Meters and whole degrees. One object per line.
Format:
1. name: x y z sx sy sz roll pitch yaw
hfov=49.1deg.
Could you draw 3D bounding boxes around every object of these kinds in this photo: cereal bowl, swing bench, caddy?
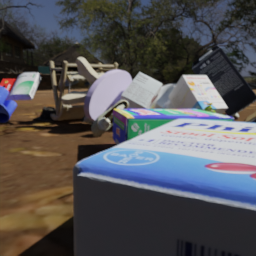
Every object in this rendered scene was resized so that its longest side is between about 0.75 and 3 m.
1. cereal bowl: 2.324 -1.018 12.751 2.381 0.992 2.381 -2 40 2
2. swing bench: -2.015 -1.642 12.777 2.660 2.674 1.735 -7 15 -35
3. caddy: -5.232 -0.834 10.558 1.929 1.363 1.012 3 47 19

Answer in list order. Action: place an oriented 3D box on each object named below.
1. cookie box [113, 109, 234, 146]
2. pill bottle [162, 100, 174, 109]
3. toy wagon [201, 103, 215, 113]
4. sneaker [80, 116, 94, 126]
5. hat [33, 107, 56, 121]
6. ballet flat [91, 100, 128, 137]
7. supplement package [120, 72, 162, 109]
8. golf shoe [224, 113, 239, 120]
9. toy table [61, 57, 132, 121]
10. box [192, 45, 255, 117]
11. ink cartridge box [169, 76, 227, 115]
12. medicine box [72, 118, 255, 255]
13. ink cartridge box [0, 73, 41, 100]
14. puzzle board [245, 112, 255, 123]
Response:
1. cookie box: 0.992 0.041 7.356 2.583 0.970 2.209 -1 9 -11
2. pill bottle: 1.893 -0.941 12.273 0.595 0.595 1.094 -1 2 -4
3. toy wagon: 2.570 -0.417 9.539 0.841 1.084 0.214 -7 56 -23
4. sneaker: -1.513 -0.280 10.780 0.492 0.323 0.855 44 16 -6
5. hat: -3.822 -0.699 13.356 1.473 0.594 1.473 -1 11 0
6. ballet flat: -0.624 -0.361 9.375 1.638 0.552 0.511 -47 9 -8
7. supplement package: 0.453 -1.081 10.972 1.053 1.369 1.432 29 59 11
8. golf shoe: 4.824 -0.718 13.102 0.494 0.627 1.361 12 9 -1
9. toy table: -1.223 -1.437 11.012 1.595 2.503 2.723 18 29 30
10. box: 4.196 -2.114 12.369 1.424 2.729 2.019 -37 6 22
11. ink cartridge box: 2.595 -1.100 10.868 1.266 1.233 1.969 -5 56 -27
12. medicine box: 1.280 0.813 2.635 2.503 1.414 2.747 5 12 25
13. ink cartridge box: -4.900 -1.818 12.227 1.805 0.452 1.453 2 50 3
14. puzzle board: 5.895 -0.824 11.704 2.034 0.235 2.698 -37 -9 25
